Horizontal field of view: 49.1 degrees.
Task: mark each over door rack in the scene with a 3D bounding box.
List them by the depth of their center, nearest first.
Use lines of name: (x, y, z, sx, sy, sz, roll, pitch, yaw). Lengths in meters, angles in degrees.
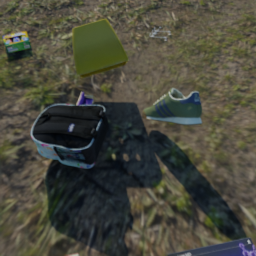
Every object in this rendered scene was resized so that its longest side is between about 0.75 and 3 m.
over door rack: (1.567, -4.622, 13.657, 0.874, 0.291, 0.646, 19, 52, 16)

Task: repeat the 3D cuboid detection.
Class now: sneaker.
sneaker: (1.360, -0.709, 8.787, 0.789, 1.057, 2.354, -5, 10, -37)

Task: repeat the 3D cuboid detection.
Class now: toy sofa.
toy sofa: (-1.582, -0.789, 10.142, 0.436, 0.514, 1.053, 7, 48, 6)

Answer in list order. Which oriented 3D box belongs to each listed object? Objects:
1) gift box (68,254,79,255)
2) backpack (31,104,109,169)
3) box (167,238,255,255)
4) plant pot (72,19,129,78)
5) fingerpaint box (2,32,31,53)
gift box: (-1.435, 3.725, 5.209, 2.148, 1.982, 2.006, -11, 48, -2)
backpack: (-1.759, 0.192, 8.542, 2.109, 1.588, 1.872, 9, 50, 10)
box: (2.005, 3.448, 6.248, 2.032, 0.801, 1.434, -9, 47, -7)
plant pot: (-1.107, -2.791, 9.883, 1.777, 1.567, 1.777, -18, 9, -2)
fingerpaint box: (-5.172, -3.994, 13.024, 1.106, 0.406, 0.923, -17, 51, -15)
